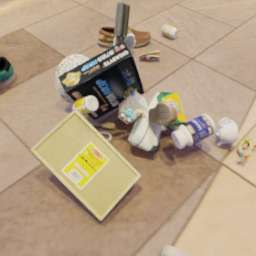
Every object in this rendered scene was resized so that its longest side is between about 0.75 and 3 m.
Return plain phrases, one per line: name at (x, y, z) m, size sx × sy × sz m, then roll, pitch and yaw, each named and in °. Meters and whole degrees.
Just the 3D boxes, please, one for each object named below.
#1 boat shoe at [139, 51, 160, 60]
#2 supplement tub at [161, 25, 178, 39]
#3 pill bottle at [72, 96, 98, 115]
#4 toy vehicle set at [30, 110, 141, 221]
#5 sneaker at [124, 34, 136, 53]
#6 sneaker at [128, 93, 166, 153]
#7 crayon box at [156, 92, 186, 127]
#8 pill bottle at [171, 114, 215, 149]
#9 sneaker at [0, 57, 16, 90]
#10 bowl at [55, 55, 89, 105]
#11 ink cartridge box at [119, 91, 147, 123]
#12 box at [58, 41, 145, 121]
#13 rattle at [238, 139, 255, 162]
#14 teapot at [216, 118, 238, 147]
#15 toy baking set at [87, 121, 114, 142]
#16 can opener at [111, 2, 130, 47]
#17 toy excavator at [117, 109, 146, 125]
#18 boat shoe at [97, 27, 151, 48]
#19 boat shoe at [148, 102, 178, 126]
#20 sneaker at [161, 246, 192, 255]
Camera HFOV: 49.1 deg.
boat shoe at (1.039, -3.458, 13.582) m, size 1.052 × 0.374 × 0.329 m, roll -11°, pitch 89°, yaw 5°
supplement tub at (2.237, -5.146, 15.024) m, size 0.779 × 0.566 × 0.566 m, roll 32°, pitch 56°, yaw 25°
pill bottle at (-1.368, -0.678, 8.737) m, size 0.884 × 0.483 × 0.483 m, roll -10°, pitch 35°, yaw 45°
toy vehicle set at (-1.230, 1.076, 8.365) m, size 2.876 × 0.381 × 1.787 m, roll 46°, pitch 70°, yaw 0°
sneaker at (0.083, -3.289, 10.623) m, size 0.382 × 1.038 × 0.600 m, roll 17°, pitch 61°, yaw 0°
sneaker at (0.899, -0.191, 10.535) m, size 1.060 × 1.093 × 2.994 m, roll 37°, pitch 45°, yaw -10°
crayon box at (1.561, -0.679, 10.242) m, size 0.763 × 0.374 × 1.284 m, roll 1°, pitch 62°, yaw -23°
pill bottle at (2.176, 0.144, 9.421) m, size 1.332 × 0.771 × 0.771 m, roll -27°, pitch 53°, yaw -9°
sneaker at (-6.024, -1.922, 11.790) m, size 1.047 × 1.172 × 2.934 m, roll 18°, pitch 51°, yaw 15°
bowl at (-1.703, -1.781, 10.781) m, size 1.983 × 1.983 × 0.931 m, roll -37°, pitch 36°, yaw -28°
ink cartridge box at (0.169, -0.767, 10.277) m, size 0.628 × 0.869 × 0.639 m, roll 34°, pitch 31°, yaw -28°
box at (-0.744, -1.468, 9.692) m, size 2.331 × 2.932 × 0.675 m, roll -28°, pitch 71°, yaw 1°
rattle at (4.213, 0.900, 9.808) m, size 0.593 × 0.651 × 0.911 m, roll -17°, pitch 47°, yaw 33°
teapot at (3.452, 0.151, 9.961) m, size 0.653 × 0.883 × 0.894 m, roll -10°, pitch 80°, yaw -5°
toy baking set at (-1.561, 0.332, 10.476) m, size 1.630 × 0.247 × 2.124 m, roll 31°, pitch 56°, yaw 20°
can opener at (-0.485, -4.304, 12.663) m, size 0.837 × 2.505 × 0.668 m, roll 14°, pitch 12°, yaw 41°
toy excavator at (0.145, -0.464, 9.644) m, size 0.792 × 0.407 × 0.814 m, roll 36°, pitch 68°, yaw -4°
boat shoe at (-0.194, -4.758, 14.391) m, size 2.782 × 0.999 × 1.053 m, roll -5°, pitch 49°, yaw -5°
boat shoe at (1.197, -0.416, 8.814) m, size 0.704 × 1.961 × 0.742 m, roll 0°, pitch 92°, yaw -12°
sneaker at (1.952, 3.999, 6.825) m, size 2.750 × 0.982 × 1.099 m, roll 17°, pitch 55°, yaw 22°
